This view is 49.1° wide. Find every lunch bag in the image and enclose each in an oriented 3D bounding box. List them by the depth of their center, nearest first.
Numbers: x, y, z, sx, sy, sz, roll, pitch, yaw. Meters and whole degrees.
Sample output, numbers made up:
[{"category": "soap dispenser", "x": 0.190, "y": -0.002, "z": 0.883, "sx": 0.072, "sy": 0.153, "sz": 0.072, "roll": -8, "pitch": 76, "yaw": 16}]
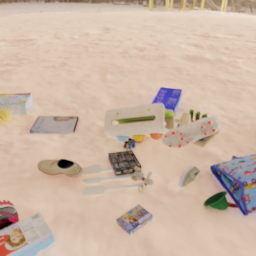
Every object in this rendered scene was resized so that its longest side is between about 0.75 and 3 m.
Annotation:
[{"category": "lunch bag", "x": 3.929, "y": 1.431, "z": 9.037, "sx": 1.880, "sy": 1.175, "sz": 2.497, "roll": -16, "pitch": 18, "yaw": -2}]

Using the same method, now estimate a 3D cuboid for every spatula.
[{"category": "spatula", "x": -0.585, "y": 1.703, "z": 9.664, "sx": 2.043, "sy": 0.164, "sz": 1.421, "roll": -6, "pitch": 29, "yaw": -10}]

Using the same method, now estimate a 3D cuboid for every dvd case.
[{"category": "dvd case", "x": -3.337, "y": -0.159, "z": 12.844, "sx": 1.954, "sy": 0.171, "sz": 1.394, "roll": 0, "pitch": 30, "yaw": 0}]

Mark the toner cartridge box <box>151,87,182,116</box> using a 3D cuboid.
[{"category": "toner cartridge box", "x": 1.990, "y": -1.341, "z": 14.483, "sx": 1.227, "sy": 0.558, "sz": 2.583, "roll": 10, "pitch": 32, "yaw": 15}]

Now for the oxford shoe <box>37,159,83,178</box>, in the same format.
[{"category": "oxford shoe", "x": -2.368, "y": 1.231, "z": 9.420, "sx": 1.722, "sy": 0.635, "sz": 0.609, "roll": 2, "pitch": 51, "yaw": 18}]

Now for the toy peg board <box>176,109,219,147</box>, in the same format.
[{"category": "toy peg board", "x": 2.922, "y": -0.095, "z": 12.125, "sx": 1.605, "sy": 0.785, "sz": 1.599, "roll": 22, "pitch": 36, "yaw": 33}]

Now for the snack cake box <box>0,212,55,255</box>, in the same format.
[{"category": "snack cake box", "x": -2.795, "y": 2.942, "z": 7.162, "sx": 1.568, "sy": 0.527, "sz": 0.902, "roll": -21, "pitch": 38, "yaw": -31}]

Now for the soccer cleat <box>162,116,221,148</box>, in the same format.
[{"category": "soccer cleat", "x": 2.034, "y": 0.151, "z": 9.036, "sx": 1.990, "sy": 0.690, "sz": 0.772, "roll": -22, "pitch": 6, "yaw": 31}]

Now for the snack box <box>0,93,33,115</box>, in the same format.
[{"category": "snack box", "x": -5.929, "y": -1.216, "z": 14.211, "sx": 1.811, "sy": 0.613, "sz": 1.527, "roll": -3, "pitch": 29, "yaw": -4}]

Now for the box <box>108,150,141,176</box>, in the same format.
[{"category": "box", "x": -0.143, "y": 1.253, "z": 10.205, "sx": 0.959, "sy": 0.261, "sz": 1.197, "roll": -7, "pitch": 26, "yaw": -15}]

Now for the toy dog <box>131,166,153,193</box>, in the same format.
[{"category": "toy dog", "x": 0.526, "y": 1.693, "z": 9.386, "sx": 0.476, "sy": 0.652, "sz": 0.989, "roll": 18, "pitch": 24, "yaw": -39}]

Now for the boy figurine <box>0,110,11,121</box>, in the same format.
[{"category": "boy figurine", "x": -6.357, "y": -0.444, "z": 12.885, "sx": 1.849, "sy": 0.596, "sz": 1.149, "roll": -22, "pitch": 46, "yaw": -35}]

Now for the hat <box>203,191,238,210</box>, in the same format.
[{"category": "hat", "x": 2.877, "y": 2.434, "z": 8.437, "sx": 0.918, "sy": 0.808, "sz": 0.760, "roll": -35, "pitch": -3, "yaw": 31}]

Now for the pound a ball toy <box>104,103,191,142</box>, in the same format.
[{"category": "pound a ball toy", "x": 0.792, "y": -0.037, "z": 11.029, "sx": 2.952, "sy": 1.254, "sz": 1.925, "roll": -4, "pitch": -14, "yaw": 29}]

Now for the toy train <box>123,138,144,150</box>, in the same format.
[{"category": "toy train", "x": 0.452, "y": 0.425, "z": 11.729, "sx": 0.436, "sy": 0.324, "sz": 1.902, "roll": 27, "pitch": 40, "yaw": 27}]

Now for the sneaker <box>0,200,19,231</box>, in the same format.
[{"category": "sneaker", "x": -3.972, "y": 2.634, "z": 7.404, "sx": 2.064, "sy": 0.832, "sz": 0.771, "roll": -21, "pitch": 39, "yaw": -33}]

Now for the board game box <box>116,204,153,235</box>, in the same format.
[{"category": "board game box", "x": 0.186, "y": 2.628, "z": 8.071, "sx": 0.895, "sy": 0.154, "sz": 0.606, "roll": -24, "pitch": 38, "yaw": -35}]

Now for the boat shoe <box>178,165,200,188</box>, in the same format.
[{"category": "boat shoe", "x": 2.087, "y": 1.638, "z": 9.496, "sx": 0.394, "sy": 0.458, "sz": 1.271, "roll": 19, "pitch": 32, "yaw": 26}]
